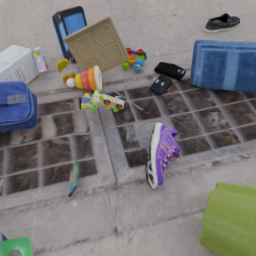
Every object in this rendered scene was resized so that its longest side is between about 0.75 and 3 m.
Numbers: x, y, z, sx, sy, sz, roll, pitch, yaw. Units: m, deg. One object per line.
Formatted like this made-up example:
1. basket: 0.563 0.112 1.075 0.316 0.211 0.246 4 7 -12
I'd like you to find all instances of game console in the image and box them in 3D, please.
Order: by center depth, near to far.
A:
1. game console: -1.966 -3.407 10.108 0.951 1.607 1.371 -11 31 3
2. game console: 1.323 -1.836 10.280 1.066 0.218 1.807 25 52 19

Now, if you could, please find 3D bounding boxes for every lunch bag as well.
1. lunch bag: -3.771 -0.656 8.357 1.901 1.258 1.291 -7 76 -6

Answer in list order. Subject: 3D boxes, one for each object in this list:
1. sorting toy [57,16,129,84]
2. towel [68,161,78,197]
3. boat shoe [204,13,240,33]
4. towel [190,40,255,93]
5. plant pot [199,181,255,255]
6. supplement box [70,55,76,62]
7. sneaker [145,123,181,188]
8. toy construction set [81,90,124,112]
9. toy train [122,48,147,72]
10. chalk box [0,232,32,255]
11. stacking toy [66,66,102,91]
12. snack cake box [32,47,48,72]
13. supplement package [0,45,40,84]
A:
1. sorting toy: -1.396 -2.565 9.712 2.491 1.856 0.334 -24 44 8
2. towel: -1.460 1.347 7.409 0.087 0.591 0.806 15 44 -22
3. boat shoe: 4.280 -4.790 12.508 1.845 0.612 0.690 -15 52 -12
4. towel: 3.649 -2.044 9.410 2.969 1.658 0.721 8 24 13
5. plant pot: 2.818 2.174 5.866 2.300 2.422 2.422 14 50 28
6. supplement box: -1.888 -2.945 11.112 0.960 0.292 0.522 -20 46 -19
7. sneaker: 1.008 0.704 7.807 0.885 0.855 2.120 13 51 4
8. toy construction set: -0.682 -0.791 8.869 1.436 0.942 0.662 0 75 -35
9. toy train: -0.058 -2.608 10.794 1.407 0.596 0.814 11 67 14
10. chalk box: -3.323 2.884 5.349 2.834 1.756 1.769 -15 52 -12
11. stacking toy: -1.552 -1.663 9.757 1.213 0.886 0.886 -5 50 3
12. snack cake box: -3.159 -2.468 10.097 0.270 0.804 0.462 -14 22 -3
13. supplement package: -4.181 -1.957 9.835 1.028 0.990 1.808 19 53 25
